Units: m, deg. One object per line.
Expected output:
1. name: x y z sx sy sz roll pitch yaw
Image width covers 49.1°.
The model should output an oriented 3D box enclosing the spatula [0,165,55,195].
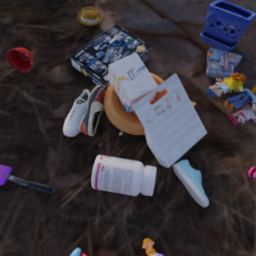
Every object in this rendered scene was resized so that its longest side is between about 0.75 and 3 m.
1. spatula: -3.406 1.727 8.981 2.359 0.242 0.667 14 62 8

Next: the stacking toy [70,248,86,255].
1. stacking toy: -0.676 4.178 7.253 2.268 1.245 1.316 23 60 -1

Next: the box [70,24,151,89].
1. box: -0.673 -2.880 11.321 2.070 0.599 2.604 39 68 19

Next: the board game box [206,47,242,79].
1. board game box: 3.871 -2.590 11.276 1.326 0.409 1.327 7 61 5

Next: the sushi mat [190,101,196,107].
1. sushi mat: 2.174 -0.729 10.452 0.376 0.048 0.786 34 66 18

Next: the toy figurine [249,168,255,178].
1. toy figurine: 4.229 1.504 8.917 0.714 0.582 0.776 -1 21 17

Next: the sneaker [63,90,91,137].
1. sneaker: -1.819 -0.532 9.964 0.691 0.728 1.808 19 64 8

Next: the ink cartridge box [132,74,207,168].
1. ink cartridge box: 1.308 -0.226 9.105 1.946 0.683 2.394 -38 105 -18

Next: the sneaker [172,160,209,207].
1. sneaker: 2.112 1.669 8.810 0.665 0.600 1.623 -29 66 -11

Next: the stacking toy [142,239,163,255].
1. stacking toy: 0.795 3.786 7.605 0.931 0.880 1.604 -18 51 -15

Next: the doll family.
1. doll family: 4.030 -1.238 10.182 1.387 1.007 2.235 -26 64 -14

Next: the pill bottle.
1. pill bottle: -0.116 1.504 8.641 1.855 1.052 1.052 9 61 5

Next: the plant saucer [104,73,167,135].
1. plant saucer: 0.382 -0.970 9.716 2.455 0.459 2.455 1 70 -1

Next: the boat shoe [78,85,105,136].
1. boat shoe: -1.152 -0.596 9.781 0.560 0.637 1.789 20 87 29

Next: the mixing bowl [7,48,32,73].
1. mixing bowl: -4.209 -2.781 11.127 1.013 1.013 0.549 11 46 6

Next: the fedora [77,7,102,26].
1. fedora: -1.726 -5.084 12.569 1.133 0.462 1.133 3 57 -4

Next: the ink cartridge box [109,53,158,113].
1. ink cartridge box: 0.124 -1.451 9.119 1.024 1.042 1.416 -27 75 -14

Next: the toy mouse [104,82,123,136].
1. toy mouse: 0.083 -1.330 10.359 2.788 0.540 2.478 -34 73 -14

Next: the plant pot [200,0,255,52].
1. plant pot: 3.938 -4.080 11.317 1.642 1.477 1.642 30 39 15
